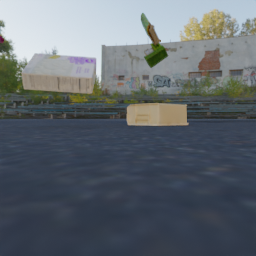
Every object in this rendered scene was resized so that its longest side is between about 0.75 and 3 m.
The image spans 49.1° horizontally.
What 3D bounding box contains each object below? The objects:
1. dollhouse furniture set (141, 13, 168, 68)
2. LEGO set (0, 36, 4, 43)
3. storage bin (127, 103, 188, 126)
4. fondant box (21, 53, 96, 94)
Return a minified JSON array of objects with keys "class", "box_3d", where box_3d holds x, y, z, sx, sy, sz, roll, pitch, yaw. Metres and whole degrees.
[{"class":"dollhouse furniture set","box_3d":[0.674,-3.117,10.023,0.775,1.011,1.543,-32,-39,8]},{"class":"LEGO set","box_3d":[-4.891,-3.097,8.879,0.727,0.676,1.772,8,-18,15]},{"class":"storage bin","box_3d":[1.166,-0.530,11.391,1.825,0.855,1.812,-3,3,-41]},{"class":"fondant box","box_3d":[-2.274,-1.906,9.655,2.246,0.654,1.620,4,37,-4]}]
